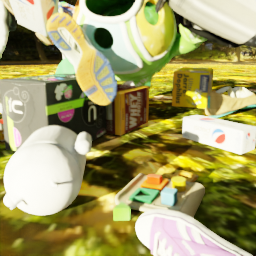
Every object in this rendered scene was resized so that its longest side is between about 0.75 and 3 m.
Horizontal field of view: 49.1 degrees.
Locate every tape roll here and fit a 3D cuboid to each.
[{"bbox_3d":[-0.762,-1.392,8.683,2.860,0.687,2.860,-10,-23,-4],"label":"tape roll"}]

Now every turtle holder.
[{"bbox_3d":[0.090,-1.882,5.542,2.613,1.985,1.855,40,-3,17],"label":"turtle holder"}]

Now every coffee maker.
[{"bbox_3d":[2.052,-1.970,3.559,2.586,2.484,1.742,31,8,-4],"label":"coffee maker"}]

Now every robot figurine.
[{"bbox_3d":[-1.138,0.569,4.070,1.487,0.990,1.754,-39,14,8],"label":"robot figurine"}]

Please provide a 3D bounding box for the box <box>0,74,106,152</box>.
[{"bbox_3d":[-1.611,-0.409,6.499,1.325,1.584,2.132,8,17,26],"label":"box"}]

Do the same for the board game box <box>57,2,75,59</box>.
[{"bbox_3d":[-1.697,-2.762,8.918,0.355,2.059,1.394,-29,47,-29],"label":"board game box"}]

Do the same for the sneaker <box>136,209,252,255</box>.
[{"bbox_3d":[0.484,1.258,2.547,1.443,0.523,0.823,14,24,40],"label":"sneaker"}]

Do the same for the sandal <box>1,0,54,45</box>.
[{"bbox_3d":[-2.375,-3.076,7.338,0.747,0.832,2.270,-3,-24,19],"label":"sandal"}]

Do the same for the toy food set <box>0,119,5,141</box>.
[{"bbox_3d":[-3.219,0.060,6.959,0.451,0.478,1.002,-11,16,-2],"label":"toy food set"}]

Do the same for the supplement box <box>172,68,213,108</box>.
[{"bbox_3d":[2.764,-1.762,11.777,1.391,1.382,2.539,5,16,18],"label":"supplement box"}]

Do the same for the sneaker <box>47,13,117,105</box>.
[{"bbox_3d":[-0.704,-1.178,4.834,0.627,1.666,0.734,-29,12,4],"label":"sneaker"}]

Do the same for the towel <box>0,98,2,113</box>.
[{"bbox_3d":[-3.454,-0.826,8.674,2.766,0.329,2.032,23,17,2],"label":"towel"}]

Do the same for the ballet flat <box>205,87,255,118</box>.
[{"bbox_3d":[3.752,-1.016,9.756,2.922,0.921,1.003,-13,5,-40],"label":"ballet flat"}]

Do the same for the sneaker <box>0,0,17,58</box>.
[{"bbox_3d":[-3.540,-2.664,7.646,0.823,2.180,1.240,5,-4,-7],"label":"sneaker"}]

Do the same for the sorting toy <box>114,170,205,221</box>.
[{"bbox_3d":[0.507,0.924,4.175,1.106,0.267,1.964,8,17,25],"label":"sorting toy"}]

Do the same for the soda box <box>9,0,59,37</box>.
[{"bbox_3d":[-1.874,-2.732,5.557,0.732,0.784,2.301,23,-10,-10],"label":"soda box"}]

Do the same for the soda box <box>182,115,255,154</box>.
[{"bbox_3d":[2.092,0.109,6.630,0.569,0.532,1.672,-12,19,-36],"label":"soda box"}]

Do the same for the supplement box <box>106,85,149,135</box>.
[{"bbox_3d":[-0.503,-0.621,8.153,1.676,1.113,1.653,9,18,28],"label":"supplement box"}]
